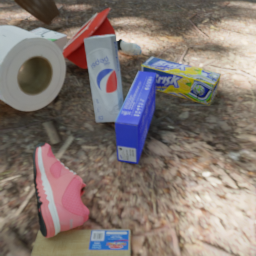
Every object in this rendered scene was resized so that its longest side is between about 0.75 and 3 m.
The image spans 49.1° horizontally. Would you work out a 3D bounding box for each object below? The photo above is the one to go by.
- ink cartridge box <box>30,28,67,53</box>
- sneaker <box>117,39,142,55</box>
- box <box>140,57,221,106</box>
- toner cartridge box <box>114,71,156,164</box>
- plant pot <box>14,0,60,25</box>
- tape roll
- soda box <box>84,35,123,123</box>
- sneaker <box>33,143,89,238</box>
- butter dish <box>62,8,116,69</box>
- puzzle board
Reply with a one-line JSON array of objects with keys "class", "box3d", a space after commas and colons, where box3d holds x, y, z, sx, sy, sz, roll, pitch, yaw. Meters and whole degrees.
[{"class": "ink cartridge box", "box3d": [-4.100, -4.153, 13.665, 1.883, 0.791, 1.374, 23, 44, 27]}, {"class": "sneaker", "box3d": [-0.053, -3.848, 13.533, 0.673, 0.667, 1.856, 26, 5, -43]}, {"class": "box", "box3d": [1.911, -1.826, 10.585, 2.846, 0.915, 0.997, 20, 42, 23]}, {"class": "toner cartridge box", "box3d": [0.303, -0.434, 8.448, 0.631, 1.389, 2.923, 8, 38, 11]}, {"class": "plant pot", "box3d": [-4.841, -6.822, 15.540, 1.901, 2.034, 1.901, -37, 21, 17]}, {"class": "tape roll", "box3d": [-3.655, -2.020, 9.547, 1.742, 2.537, 2.537, 28, 46, 30]}, {"class": "soda box", "box3d": [-0.687, -1.504, 8.688, 0.819, 2.581, 0.881, -2, 20, 10]}, {"class": "sneaker", "box3d": [-1.610, 1.345, 6.614, 1.132, 0.962, 2.611, -4, 39, -22]}, {"class": "butter dish", "box3d": [-1.413, -3.522, 12.172, 2.497, 1.846, 2.491, -28, 29, 34]}, {"class": "puzzle board", "box3d": [-0.939, 2.648, 5.386, 1.971, 0.171, 1.485, -1, 35, 2]}]
